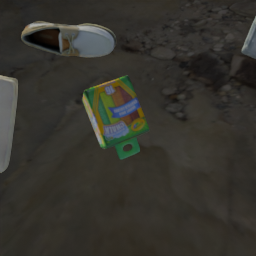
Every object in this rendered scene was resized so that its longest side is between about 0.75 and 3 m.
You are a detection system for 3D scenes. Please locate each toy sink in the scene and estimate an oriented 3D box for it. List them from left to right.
[{"bbox_3d":[-2.931,-0.278,5.139,2.384,1.554,1.335,10,7,7],"label":"toy sink"}]

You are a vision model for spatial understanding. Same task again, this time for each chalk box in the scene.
[{"bbox_3d":[-0.185,-0.104,4.748,0.782,0.778,1.257,-23,89,-12],"label":"chalk box"}]

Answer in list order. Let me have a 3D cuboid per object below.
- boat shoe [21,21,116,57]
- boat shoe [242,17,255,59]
[{"bbox_3d":[-0.843,-1.215,3.965,1.311,0.490,0.448,6,32,8],"label":"boat shoe"},{"bbox_3d":[2.958,-2.676,5.652,0.927,2.602,0.908,21,27,26],"label":"boat shoe"}]
